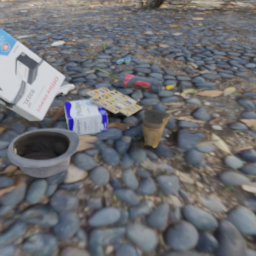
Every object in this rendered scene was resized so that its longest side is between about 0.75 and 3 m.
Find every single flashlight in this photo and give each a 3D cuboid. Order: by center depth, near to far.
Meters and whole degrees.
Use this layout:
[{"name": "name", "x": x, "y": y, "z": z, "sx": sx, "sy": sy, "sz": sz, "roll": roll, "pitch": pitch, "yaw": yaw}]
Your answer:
[{"name": "flashlight", "x": 0.605, "y": -2.204, "z": 14.053, "sx": 2.197, "sy": 0.744, "sz": 0.747, "roll": 16, "pitch": 58, "yaw": 14}]

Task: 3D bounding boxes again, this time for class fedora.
[{"name": "fedora", "x": -2.643, "y": 0.895, "z": 8.978, "sx": 2.231, "sy": 1.007, "sz": 1.973, "roll": -3, "pitch": 34, "yaw": -7}]

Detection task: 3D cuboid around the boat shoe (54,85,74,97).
[{"name": "boat shoe", "x": -3.179, "y": -1.765, "z": 13.642, "sx": 1.244, "sy": 0.441, "sz": 0.434, "roll": -18, "pitch": 78, "yaw": -27}]

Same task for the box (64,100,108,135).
[{"name": "box", "x": -1.711, "y": -0.464, "z": 11.245, "sx": 1.528, "sy": 0.801, "sz": 1.405, "roll": -9, "pitch": 34, "yaw": -13}]

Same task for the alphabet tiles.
[{"name": "alphabet tiles", "x": -0.574, "y": -1.159, "z": 12.059, "sx": 2.060, "sy": 0.078, "sz": 2.476, "roll": 28, "pitch": 24, "yaw": 12}]

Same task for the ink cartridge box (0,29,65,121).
[{"name": "ink cartridge box", "x": -4.266, "y": -1.887, "z": 10.758, "sx": 1.228, "sy": 2.934, "sz": 2.129, "roll": 2, "pitch": 62, "yaw": 49}]

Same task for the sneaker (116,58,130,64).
[{"name": "sneaker", "x": -0.315, "y": -4.216, "z": 17.398, "sx": 0.983, "sy": 0.348, "sz": 0.407, "roll": -15, "pitch": 42, "yaw": -16}]

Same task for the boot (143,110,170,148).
[{"name": "boot", "x": 0.993, "y": -0.063, "z": 10.623, "sx": 0.978, "sy": 1.003, "sz": 2.657, "roll": 10, "pitch": 19, "yaw": 13}]
